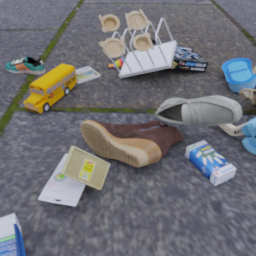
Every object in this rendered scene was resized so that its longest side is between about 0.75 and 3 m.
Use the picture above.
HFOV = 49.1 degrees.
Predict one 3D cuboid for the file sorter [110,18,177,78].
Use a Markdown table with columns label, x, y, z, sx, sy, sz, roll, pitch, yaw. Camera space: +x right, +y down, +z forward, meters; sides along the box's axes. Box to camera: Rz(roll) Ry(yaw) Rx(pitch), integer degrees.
| label | x | y | z | sx | sy | sz | roll | pitch | yaw |
| --- | --- | --- | --- | --- | --- | --- | --- | --- | --- |
| file sorter | 0.598 | -3.551 | 12.441 | 2.521 | 1.570 | 1.749 | -6 | 49 | 30 |

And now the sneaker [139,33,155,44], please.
| label | x | y | z | sx | sy | sz | roll | pitch | yaw |
| --- | --- | --- | --- | --- | --- | --- | --- | --- | --- |
| sneaker | 1.044 | -4.863 | 15.834 | 0.879 | 0.587 | 1.535 | -2 | 41 | -5 |

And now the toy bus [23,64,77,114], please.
| label | x | y | z | sx | sy | sz | roll | pitch | yaw |
| --- | --- | --- | --- | --- | --- | --- | --- | --- | --- |
| toy bus | -3.138 | -1.620 | 11.405 | 0.824 | 0.991 | 2.531 | 17 | 42 | 20 |

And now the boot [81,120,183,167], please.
| label | x | y | z | sx | sy | sz | roll | pitch | yaw |
| --- | --- | --- | --- | --- | --- | --- | --- | --- | --- |
| boot | 0.113 | 0.243 | 9.363 | 2.844 | 1.029 | 2.366 | 27 | 34 | 31 |

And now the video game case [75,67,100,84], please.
| label | x | y | z | sx | sy | sz | roll | pitch | yaw |
| --- | --- | --- | --- | --- | --- | --- | --- | --- | --- |
| video game case | -2.107 | -2.496 | 13.201 | 1.230 | 0.141 | 1.119 | -25 | 45 | -29 |

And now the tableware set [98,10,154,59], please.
| label | x | y | z | sx | sy | sz | roll | pitch | yaw |
| --- | --- | --- | --- | --- | --- | --- | --- | --- | --- |
| tableware set | -0.088 | -3.593 | 10.617 | 2.216 | 0.257 | 1.851 | -13 | 77 | -11 |

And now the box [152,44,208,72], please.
| label | x | y | z | sx | sy | sz | roll | pitch | yaw |
| --- | --- | --- | --- | --- | --- | --- | --- | --- | --- |
| box | 2.456 | -3.408 | 13.642 | 2.323 | 0.534 | 1.846 | 0 | 36 | -21 |

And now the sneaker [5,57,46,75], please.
| label | x | y | z | sx | sy | sz | roll | pitch | yaw |
| --- | --- | --- | --- | --- | --- | --- | --- | --- | --- |
| sneaker | -4.948 | -3.061 | 13.372 | 1.987 | 0.794 | 0.709 | 5 | 39 | 6 |

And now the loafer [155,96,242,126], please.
| label | x | y | z | sx | sy | sz | roll | pitch | yaw |
| --- | --- | --- | --- | --- | --- | --- | --- | --- | --- |
| loafer | 2.070 | -0.435 | 8.681 | 0.985 | 0.987 | 2.823 | -32 | 22 | -34 |

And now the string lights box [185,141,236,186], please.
| label | x | y | z | sx | sy | sz | roll | pitch | yaw |
| --- | --- | --- | --- | --- | --- | --- | --- | --- | --- |
| string lights box | 2.471 | 1.042 | 8.526 | 0.729 | 0.418 | 1.419 | -19 | 42 | -22 |

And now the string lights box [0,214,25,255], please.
| label | x | y | z | sx | sy | sz | roll | pitch | yaw |
| --- | --- | --- | --- | --- | --- | --- | --- | --- | --- |
| string lights box | -2.737 | 3.060 | 5.777 | 1.201 | 0.689 | 2.337 | -15 | 41 | -18 |

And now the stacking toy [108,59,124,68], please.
| label | x | y | z | sx | sy | sz | roll | pitch | yaw |
| --- | --- | --- | --- | --- | --- | --- | --- | --- | --- |
| stacking toy | -0.573 | -3.118 | 13.809 | 0.850 | 0.467 | 0.494 | -15 | 34 | -1 |

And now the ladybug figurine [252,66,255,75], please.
| label | x | y | z | sx | sy | sz | roll | pitch | yaw |
| --- | --- | --- | --- | --- | --- | --- | --- | --- | --- |
| ladybug figurine | 6.309 | -2.256 | 12.257 | 1.336 | 0.708 | 1.969 | -31 | 36 | -3 |

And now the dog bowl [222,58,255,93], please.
| label | x | y | z | sx | sy | sz | roll | pitch | yaw |
| --- | --- | --- | --- | --- | --- | --- | --- | --- | --- |
| dog bowl | 4.935 | -2.334 | 12.421 | 1.267 | 0.563 | 2.273 | -12 | 37 | 16 |

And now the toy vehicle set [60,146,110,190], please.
| label | x | y | z | sx | sy | sz | roll | pitch | yaw |
| --- | --- | --- | --- | --- | --- | --- | --- | --- | --- |
| toy vehicle set | -1.112 | 1.090 | 7.467 | 0.164 | 1.241 | 0.771 | -5 | 59 | 52 |

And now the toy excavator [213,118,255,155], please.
| label | x | y | z | sx | sy | sz | roll | pitch | yaw |
| --- | --- | --- | --- | --- | --- | --- | --- | --- | --- |
| toy excavator | 3.985 | 0.142 | 9.200 | 1.117 | 2.237 | 2.175 | -31 | 91 | -35 |

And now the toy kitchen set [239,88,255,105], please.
| label | x | y | z | sx | sy | sz | roll | pitch | yaw |
| --- | --- | --- | --- | --- | --- | --- | --- | --- | --- |
| toy kitchen set | 4.854 | -0.651 | 10.516 | 1.350 | 1.493 | 1.655 | 9 | -1 | 5 |

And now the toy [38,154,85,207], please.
| label | x | y | z | sx | sy | sz | roll | pitch | yaw |
| --- | --- | --- | --- | --- | --- | --- | --- | --- | --- |
| toy | -1.622 | 1.500 | 7.955 | 1.052 | 0.431 | 1.827 | 6 | 41 | 12 |
